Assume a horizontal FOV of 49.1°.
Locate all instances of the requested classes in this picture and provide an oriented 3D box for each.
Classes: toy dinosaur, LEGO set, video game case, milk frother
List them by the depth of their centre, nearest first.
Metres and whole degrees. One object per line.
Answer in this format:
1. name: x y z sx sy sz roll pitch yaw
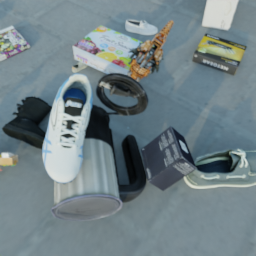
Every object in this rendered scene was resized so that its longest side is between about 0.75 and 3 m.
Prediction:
1. milk frother: -0.701 0.510 7.213 2.659 2.947 2.772 -5 55 -10
2. LEGO set: -4.558 1.150 8.012 2.558 1.177 0.952 10 70 -21
3. toy dinosaur: 0.711 -2.247 8.730 2.243 1.522 1.145 -34 97 3
4. video game case: -5.026 -3.488 11.531 1.374 0.271 1.516 -33 62 -20

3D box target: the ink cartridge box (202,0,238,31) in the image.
1. ink cartridge box: 4.169 -6.033 12.130 1.214 2.112 2.910 13 57 11

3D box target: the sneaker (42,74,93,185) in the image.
1. sneaker: -1.416 -0.078 6.616 0.993 1.002 2.764 8 62 -10

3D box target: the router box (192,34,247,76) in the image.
1. router box: 3.587 -2.915 11.020 1.740 0.454 1.368 23 59 15

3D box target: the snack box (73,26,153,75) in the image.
1. snack box: -0.530 -2.872 10.769 2.583 0.684 1.837 27 52 17

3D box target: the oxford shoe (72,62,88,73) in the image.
1. oxford shoe: -1.829 -2.439 10.840 0.313 0.241 0.834 37 61 26

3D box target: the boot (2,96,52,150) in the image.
1. boot: -2.965 -0.202 9.097 1.835 0.679 1.504 19 54 13

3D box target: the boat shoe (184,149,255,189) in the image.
1. boat shoe: 3.041 1.099 8.037 2.843 0.878 1.035 -8 56 -6

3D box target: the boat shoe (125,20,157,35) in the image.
1. boat shoe: 0.575 -4.361 11.996 1.401 0.480 0.504 16 57 11

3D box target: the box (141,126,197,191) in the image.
1. box: 1.035 0.808 7.476 1.138 0.650 1.250 -39 34 22
